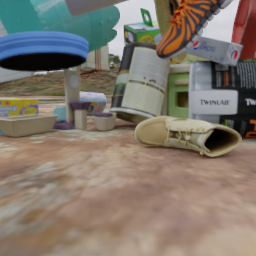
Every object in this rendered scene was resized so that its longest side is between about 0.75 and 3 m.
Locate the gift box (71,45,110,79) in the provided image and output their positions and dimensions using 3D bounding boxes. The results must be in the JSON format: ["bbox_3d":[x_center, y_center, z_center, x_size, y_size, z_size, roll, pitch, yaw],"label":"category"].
[{"bbox_3d":[-1.129,-2.136,8.983,1.083,1.011,0.999,3,-3,-38],"label":"gift box"}]

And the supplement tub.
[{"bbox_3d":[2.760,-0.646,6.113,2.793,1.711,1.711,1,8,14],"label":"supplement tub"}]

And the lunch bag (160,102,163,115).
[{"bbox_3d":[2.266,-0.916,10.715,1.466,1.051,1.787,-5,5,-34],"label":"lunch bag"}]

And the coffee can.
[{"bbox_3d":[0.365,-1.213,8.033,1.455,1.988,1.455,12,-8,2],"label":"coffee can"}]

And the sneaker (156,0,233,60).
[{"bbox_3d":[0.999,-2.205,5.017,1.065,1.901,0.738,39,3,-37],"label":"sneaker"}]

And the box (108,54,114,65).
[{"bbox_3d":[-1.061,-2.497,10.575,0.708,0.195,1.037,0,-15,-29],"label":"box"}]

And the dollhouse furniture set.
[{"bbox_3d":[-1.743,-0.755,6.834,1.961,1.757,2.475,4,9,30],"label":"dollhouse furniture set"}]

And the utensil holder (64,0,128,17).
[{"bbox_3d":[-0.199,-2.567,3.927,1.821,1.547,1.547,-19,8,0],"label":"utensil holder"}]

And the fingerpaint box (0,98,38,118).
[{"bbox_3d":[-4.644,-0.744,10.490,2.061,0.756,1.720,-5,9,-35],"label":"fingerpaint box"}]

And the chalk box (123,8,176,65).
[{"bbox_3d":[0.863,-3.392,11.386,1.693,2.731,1.705,-12,32,-15],"label":"chalk box"}]

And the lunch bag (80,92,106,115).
[{"bbox_3d":[-1.795,-1.053,12.005,1.334,1.000,1.573,-2,-2,-27],"label":"lunch bag"}]

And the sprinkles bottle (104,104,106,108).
[{"bbox_3d":[-1.692,-1.427,17.087,0.323,0.323,0.946,-5,9,-35],"label":"sprinkles bottle"}]

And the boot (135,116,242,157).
[{"bbox_3d":[0.963,0.144,4.801,1.556,0.566,1.209,2,7,-10],"label":"boot"}]

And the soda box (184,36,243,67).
[{"bbox_3d":[1.701,-1.638,5.812,0.396,0.427,1.250,0,23,-32],"label":"soda box"}]

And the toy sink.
[{"bbox_3d":[2.031,-1.344,8.757,1.569,2.407,1.348,8,10,40],"label":"toy sink"}]

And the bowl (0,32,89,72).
[{"bbox_3d":[-1.013,-0.858,3.311,1.106,0.217,1.106,-6,2,0],"label":"bowl"}]

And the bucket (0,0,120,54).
[{"bbox_3d":[-1.791,-2.878,6.586,1.898,2.917,2.917,-37,26,-26],"label":"bucket"}]

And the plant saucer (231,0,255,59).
[{"bbox_3d":[3.289,-2.913,7.643,0.543,2.954,2.960,10,-27,13],"label":"plant saucer"}]

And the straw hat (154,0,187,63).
[{"bbox_3d":[1.665,-3.280,8.196,1.058,2.500,2.500,-21,10,-5],"label":"straw hat"}]

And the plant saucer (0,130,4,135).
[{"bbox_3d":[-4.141,-0.047,7.325,0.962,0.261,2.751,-7,12,-42],"label":"plant saucer"}]

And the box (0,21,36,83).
[{"bbox_3d":[-4.064,-2.861,8.280,2.152,2.826,1.503,-10,25,7],"label":"box"}]

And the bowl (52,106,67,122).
[{"bbox_3d":[-1.977,-0.427,8.720,0.894,0.467,0.894,-2,-3,0],"label":"bowl"}]
